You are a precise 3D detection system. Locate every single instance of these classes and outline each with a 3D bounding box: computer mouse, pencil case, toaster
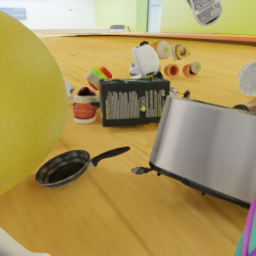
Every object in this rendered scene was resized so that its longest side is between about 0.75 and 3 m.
[{"bbox_3d":[0.628,-1.922,8.088,0.546,1.364,2.487,-18,10,12],"label":"computer mouse"},{"bbox_3d":[2.244,1.521,1.868,2.990,1.272,1.382,16,12,35],"label":"pencil case"},{"bbox_3d":[1.198,-2.515,4.978,0.815,1.486,0.326,-27,34,13],"label":"computer mouse"},{"bbox_3d":[1.456,0.313,4.214,1.855,1.217,2.052,18,12,33],"label":"toaster"},{"bbox_3d":[1.303,-1.108,8.774,1.253,0.275,0.687,19,43,3],"label":"computer mouse"}]

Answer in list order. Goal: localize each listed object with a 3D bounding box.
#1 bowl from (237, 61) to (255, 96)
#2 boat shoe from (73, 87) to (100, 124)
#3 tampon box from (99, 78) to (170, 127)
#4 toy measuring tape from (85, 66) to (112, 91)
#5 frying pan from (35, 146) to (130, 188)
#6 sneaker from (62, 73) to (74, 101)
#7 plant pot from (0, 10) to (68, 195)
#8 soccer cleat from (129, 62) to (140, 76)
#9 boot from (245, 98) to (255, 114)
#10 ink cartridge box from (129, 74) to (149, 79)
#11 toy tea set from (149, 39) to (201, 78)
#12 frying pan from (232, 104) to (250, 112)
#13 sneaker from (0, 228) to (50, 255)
[{"bbox_3d":[4.263,-1.806,9.578,1.310,1.310,0.615,-3,36,-7],"label":"bowl"},{"bbox_3d":[-1.239,-0.859,8.410,0.841,0.739,2.363,-2,21,-1],"label":"boat shoe"},{"bbox_3d":[0.114,-0.725,7.438,1.729,1.092,1.296,-3,15,-6],"label":"tampon box"},{"bbox_3d":[-1.028,-1.628,8.770,0.828,0.828,2.250,5,1,12],"label":"toy measuring tape"},{"bbox_3d":[-0.826,0.588,4.984,1.669,0.272,1.010,-22,24,-9],"label":"frying pan"},{"bbox_3d":[-1.999,-1.332,9.116,0.468,1.081,0.405,-13,-21,-5],"label":"sneaker"},{"bbox_3d":[-2.388,-0.028,3.607,2.934,2.934,2.083,-1,26,-4],"label":"plant pot"},{"bbox_3d":[0.688,-2.706,13.013,1.550,0.669,0.541,15,27,32],"label":"soccer cleat"},{"bbox_3d":[4.116,-0.606,7.437,1.578,0.687,1.898,-18,15,0],"label":"boot"},{"bbox_3d":[0.070,-1.260,9.180,0.975,0.557,1.877,-16,15,24],"label":"ink cartridge box"},{"bbox_3d":[2.097,-2.950,12.333,2.869,1.706,1.062,-5,14,-26],"label":"toy tea set"},{"bbox_3d":[2.634,-0.149,7.201,0.192,0.715,1.182,18,-34,-32],"label":"frying pan"},{"bbox_3d":[-0.387,1.618,1.648,2.926,1.178,1.118,16,22,36],"label":"sneaker"}]
